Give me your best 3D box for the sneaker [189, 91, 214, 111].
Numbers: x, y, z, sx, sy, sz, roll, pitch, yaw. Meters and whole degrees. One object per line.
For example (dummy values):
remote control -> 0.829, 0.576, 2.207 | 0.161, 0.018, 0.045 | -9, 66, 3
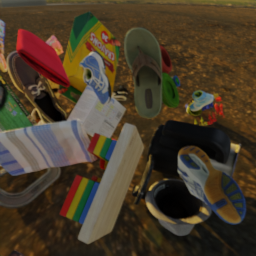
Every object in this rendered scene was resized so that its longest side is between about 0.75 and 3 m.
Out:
sneaker -> 2.140, -0.880, 8.802 | 0.611, 0.935, 0.372 | 22, 56, -26

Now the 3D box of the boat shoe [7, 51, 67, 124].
boat shoe -> -2.624, -1.100, 8.455 | 0.962, 2.649, 0.831 | -39, 28, -27

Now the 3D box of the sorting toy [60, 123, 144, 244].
sorting toy -> -0.430, 0.995, 5.393 | 0.688, 1.966, 1.978 | 19, 79, 12

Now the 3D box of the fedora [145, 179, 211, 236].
fedora -> 1.273, 2.176, 7.421 | 1.625, 0.829, 1.837 | -9, 28, -17

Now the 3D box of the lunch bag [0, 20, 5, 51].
lunch bag -> -5.199, -3.656, 10.681 | 0.633, 1.347, 1.014 | 14, 3, 12

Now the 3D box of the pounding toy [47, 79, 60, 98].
pounding toy -> -2.647, -1.700, 9.960 | 0.698, 1.525, 1.340 | -1, 62, -33

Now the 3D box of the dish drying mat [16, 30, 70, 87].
dish drying mat -> -1.924, -1.612, 6.117 | 1.086, 0.257, 2.827 | 35, 11, -31

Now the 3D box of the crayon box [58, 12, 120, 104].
crayon box -> -1.150, -1.990, 8.918 | 0.696, 1.741, 2.742 | -5, 68, 33

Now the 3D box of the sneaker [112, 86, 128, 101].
sneaker -> -0.427, -1.354, 10.738 | 1.007, 0.368, 0.563 | 10, 71, 31

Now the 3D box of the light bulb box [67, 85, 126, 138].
light bulb box -> -0.909, -0.391, 8.294 | 0.772, 1.226, 1.237 | 22, 79, 40

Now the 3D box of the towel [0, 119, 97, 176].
towel -> -1.636, 0.422, 5.331 | 1.890, 1.388, 0.225 | -10, 55, 0

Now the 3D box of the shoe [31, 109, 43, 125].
shoe -> -3.629, -0.440, 11.866 | 0.885, 0.676, 2.531 | 0, 31, -1

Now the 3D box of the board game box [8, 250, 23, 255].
board game box -> -2.250, 3.408, 5.926 | 1.588, 0.275, 1.076 | 16, 34, 24

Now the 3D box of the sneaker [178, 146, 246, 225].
sneaker -> 1.715, 1.265, 5.961 | 0.718, 0.841, 1.908 | -16, 48, -17

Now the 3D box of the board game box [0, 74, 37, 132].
board game box -> -3.712, -0.624, 7.810 | 1.354, 2.585, 0.303 | -34, 3, 14

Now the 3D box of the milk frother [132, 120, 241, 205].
milk frother -> 1.707, 1.318, 8.257 | 2.532, 2.429, 2.692 | 14, 77, 23

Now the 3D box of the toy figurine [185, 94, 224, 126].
toy figurine -> 3.044, -0.682, 12.418 | 2.231, 1.177, 1.336 | -22, 9, -35

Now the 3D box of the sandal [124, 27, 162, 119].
sandal -> 0.553, -1.545, 8.017 | 1.041, 2.622, 0.748 | -12, 11, -2

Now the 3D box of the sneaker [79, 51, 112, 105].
sneaker -> -0.813, -1.148, 6.909 | 0.549, 1.424, 0.539 | -38, 41, -27

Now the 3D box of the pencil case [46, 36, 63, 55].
pencil case -> -3.215, -2.649, 10.187 | 1.682, 0.696, 0.728 | -32, 15, -1

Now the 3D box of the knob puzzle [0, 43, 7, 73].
knob puzzle -> -4.042, -2.495, 8.720 | 0.257, 1.850, 1.850 | -21, 36, -12

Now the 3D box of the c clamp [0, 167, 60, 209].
c clamp -> -3.570, 1.464, 8.648 | 2.338, 0.371, 2.737 | 25, 31, 21

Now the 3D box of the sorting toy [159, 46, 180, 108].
sorting toy -> 1.048, -1.652, 9.807 | 0.991, 1.451, 2.415 | -20, 64, 32
